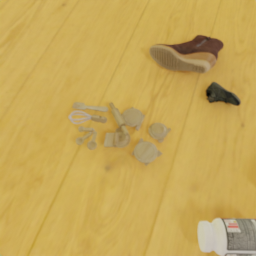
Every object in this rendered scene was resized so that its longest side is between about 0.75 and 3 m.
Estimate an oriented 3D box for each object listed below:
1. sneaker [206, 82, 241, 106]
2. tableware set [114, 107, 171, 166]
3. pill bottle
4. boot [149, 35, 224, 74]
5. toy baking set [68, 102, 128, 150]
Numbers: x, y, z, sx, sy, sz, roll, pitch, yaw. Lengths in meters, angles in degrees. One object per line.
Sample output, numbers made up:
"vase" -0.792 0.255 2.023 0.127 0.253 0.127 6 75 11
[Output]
"sneaker" 3.815 -1.205 11.500 1.493 0.571 0.855 39 71 20
"tableware set" 0.426 0.269 10.905 2.334 0.271 1.950 29 64 17
"pill bottle" 3.279 3.445 8.865 1.939 1.123 1.123 1 64 0
"boot" 2.635 -3.487 12.571 2.869 1.038 2.386 23 50 17
"toy baking set" -1.216 -0.261 10.920 2.034 0.308 2.650 -16 57 -10
